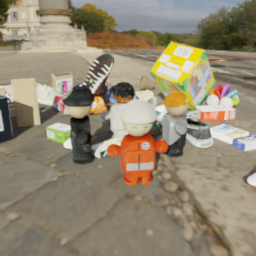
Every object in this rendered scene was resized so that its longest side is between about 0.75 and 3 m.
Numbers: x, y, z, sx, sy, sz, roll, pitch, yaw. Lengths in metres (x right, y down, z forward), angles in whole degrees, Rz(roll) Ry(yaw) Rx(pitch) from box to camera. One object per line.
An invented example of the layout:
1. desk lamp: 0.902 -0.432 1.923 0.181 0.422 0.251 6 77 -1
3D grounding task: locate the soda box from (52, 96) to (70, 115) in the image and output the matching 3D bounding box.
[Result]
1. soda box: -2.751 -0.990 12.120 0.554 0.502 1.582 4 15 -34

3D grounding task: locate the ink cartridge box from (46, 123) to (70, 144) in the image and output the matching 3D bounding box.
1. ink cartridge box: -2.046 0.090 9.379 0.810 0.415 1.096 13 24 32

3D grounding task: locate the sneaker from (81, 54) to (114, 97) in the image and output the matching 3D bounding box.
1. sneaker: -1.157 -2.081 11.795 0.829 2.190 1.265 42 16 16

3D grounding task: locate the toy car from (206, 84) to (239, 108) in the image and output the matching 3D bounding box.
1. toy car: 4.339 -1.456 12.759 1.407 1.055 1.232 16 24 38

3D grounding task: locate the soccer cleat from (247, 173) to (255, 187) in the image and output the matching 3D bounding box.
1. soccer cleat: 3.370 1.009 6.463 1.511 0.644 0.519 -7 21 -21

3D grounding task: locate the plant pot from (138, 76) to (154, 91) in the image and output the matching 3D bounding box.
1. plant pot: 1.091 -2.555 16.375 0.746 0.856 0.856 13 16 -16

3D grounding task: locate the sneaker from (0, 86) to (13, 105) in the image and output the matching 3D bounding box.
1. sneaker: -5.722 -1.082 12.517 1.528 0.994 0.610 -33 24 22

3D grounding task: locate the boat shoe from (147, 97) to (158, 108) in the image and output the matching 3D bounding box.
1. boat shoe: 0.785 -0.825 11.666 0.685 0.596 1.857 10 22 25

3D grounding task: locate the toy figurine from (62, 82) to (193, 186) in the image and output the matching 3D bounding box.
1. toy figurine: 0.026 -0.153 7.533 2.954 2.055 2.909 15 26 36

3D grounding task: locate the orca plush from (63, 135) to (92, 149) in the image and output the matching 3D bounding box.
1. orca plush: -1.560 0.413 8.592 0.911 0.479 0.324 -38 -4 -25

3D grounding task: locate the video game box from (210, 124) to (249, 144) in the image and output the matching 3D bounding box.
1. video game box: 3.315 0.188 9.382 0.926 0.238 1.017 -16 25 -32

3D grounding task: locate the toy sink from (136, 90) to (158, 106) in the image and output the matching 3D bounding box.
1. toy sink: 0.810 -1.401 13.223 1.131 0.634 0.737 -6 20 -16

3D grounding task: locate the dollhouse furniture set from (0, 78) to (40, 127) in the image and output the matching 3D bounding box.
1. dollhouse furniture set: -4.641 -1.135 10.831 2.028 1.737 2.132 -8 21 -21

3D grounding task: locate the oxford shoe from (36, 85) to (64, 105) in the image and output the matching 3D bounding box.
1. oxford shoe: -3.980 -1.650 13.705 2.807 0.811 1.055 15 22 32

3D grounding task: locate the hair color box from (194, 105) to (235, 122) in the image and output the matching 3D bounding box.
1. hair color box: 3.470 -0.599 11.270 1.396 0.446 0.774 -4 21 -8

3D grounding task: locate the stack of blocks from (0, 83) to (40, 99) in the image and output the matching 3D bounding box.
1. stack of blocks: -5.654 -1.968 14.902 1.932 0.566 1.112 -17 26 -41

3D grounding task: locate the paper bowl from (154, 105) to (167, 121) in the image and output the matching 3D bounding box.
1. paper bowl: 1.338 -0.570 11.046 0.828 0.431 0.828 -14 20 5

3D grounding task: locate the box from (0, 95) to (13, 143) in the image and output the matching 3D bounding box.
1. box: -4.812 -0.358 9.094 1.943 1.442 1.040 14 24 33

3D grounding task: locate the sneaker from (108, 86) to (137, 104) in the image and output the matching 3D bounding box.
1. sneaker: -0.162 -1.505 12.687 1.006 1.047 2.670 -9 26 -23

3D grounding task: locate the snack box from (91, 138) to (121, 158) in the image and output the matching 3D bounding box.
1. snack box: -0.573 0.571 8.209 1.042 0.193 0.606 -18 20 -34

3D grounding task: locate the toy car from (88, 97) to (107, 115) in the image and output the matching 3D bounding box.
1. toy car: -1.402 -1.496 12.085 1.008 0.684 2.056 6 53 -18

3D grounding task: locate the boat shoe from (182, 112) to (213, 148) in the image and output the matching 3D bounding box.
1. boat shoe: 1.983 -0.127 9.254 0.859 0.794 2.326 -12 21 -7

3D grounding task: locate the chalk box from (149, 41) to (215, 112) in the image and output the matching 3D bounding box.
1. chalk box: 2.473 -2.012 12.144 1.746 1.738 2.807 30 -10 37

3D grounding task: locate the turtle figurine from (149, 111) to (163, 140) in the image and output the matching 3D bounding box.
1. turtle figurine: 0.925 0.037 8.927 0.843 1.126 0.567 30 50 17

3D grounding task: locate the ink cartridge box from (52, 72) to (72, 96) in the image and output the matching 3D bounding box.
1. ink cartridge box: -3.394 -2.204 14.461 0.977 1.185 0.445 -16 40 -30

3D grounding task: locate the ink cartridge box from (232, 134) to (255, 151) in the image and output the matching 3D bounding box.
1. ink cartridge box: 3.848 0.435 8.664 1.101 0.243 0.518 -8 22 -22

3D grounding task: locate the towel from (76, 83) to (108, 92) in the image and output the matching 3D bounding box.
1. towel: -2.065 -2.167 15.713 1.648 0.408 1.217 8 20 11

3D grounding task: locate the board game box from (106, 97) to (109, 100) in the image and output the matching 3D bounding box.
1. board game box: -0.571 -1.666 14.716 0.760 0.144 1.477 3 20 13
